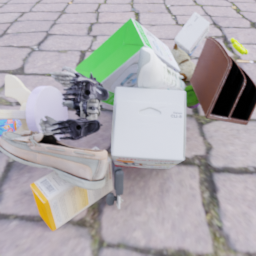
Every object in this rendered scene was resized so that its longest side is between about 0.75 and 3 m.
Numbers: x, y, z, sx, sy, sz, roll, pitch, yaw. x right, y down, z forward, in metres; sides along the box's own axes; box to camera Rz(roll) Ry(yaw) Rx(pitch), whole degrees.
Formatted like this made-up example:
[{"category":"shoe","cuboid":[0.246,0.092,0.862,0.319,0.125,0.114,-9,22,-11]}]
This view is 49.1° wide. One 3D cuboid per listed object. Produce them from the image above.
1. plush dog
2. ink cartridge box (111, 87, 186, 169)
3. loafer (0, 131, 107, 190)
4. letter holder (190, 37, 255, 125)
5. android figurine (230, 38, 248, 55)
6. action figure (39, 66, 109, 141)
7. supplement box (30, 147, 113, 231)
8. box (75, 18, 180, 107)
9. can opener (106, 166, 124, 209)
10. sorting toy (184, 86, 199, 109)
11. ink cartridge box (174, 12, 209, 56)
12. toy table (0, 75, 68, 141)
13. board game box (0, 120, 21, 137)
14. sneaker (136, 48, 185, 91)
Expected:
[{"category":"plush dog","cuboid":[2.297,-2.673,11.951,1.802,1.446,1.547,-28,70,-30]},{"category":"ink cartridge box","cuboid":[0.448,0.128,7.138,1.642,2.260,1.635,3,76,1]},{"category":"loafer","cuboid":[-1.643,0.466,6.190,2.717,0.854,0.977,20,14,17]},{"category":"letter holder","cuboid":[2.455,-1.299,7.048,1.053,1.488,2.094,10,32,-6]},{"category":"android figurine","cuboid":[4.297,-3.135,10.865,0.853,0.192,0.937,38,34,-7]},{"category":"action figure","cuboid":[-1.009,-0.451,5.300,1.189,1.385,2.331,10,4,-11]},{"category":"supplement box","cuboid":[-1.286,1.439,6.792,1.854,1.169,0.682,-29,48,-32]},{"category":"box","cuboid":[-0.018,-1.870,9.001,2.198,2.491,1.205,16,46,-53]},{"category":"can opener","cuboid":[-0.289,1.471,6.697,0.401,1.208,0.318,-5,33,-18]},{"category":"sorting toy","cuboid":[1.630,-0.698,9.000,1.763,0.723,1.059,-23,40,8]},{"category":"ink cartridge box","cuboid":[2.396,-3.439,10.438,0.686,1.178,1.630,39,16,7]},{"category":"toy table","cuboid":[-2.772,-0.371,7.920,1.461,2.494,2.293,-1,79,6]},{"category":"board game box","cuboid":[-3.879,0.117,9.107,1.422,0.320,1.081,-12,40,-14]},{"category":"sneaker","cuboid":[0.849,-1.211,6.884,1.045,2.608,0.917,5,80,17]}]
